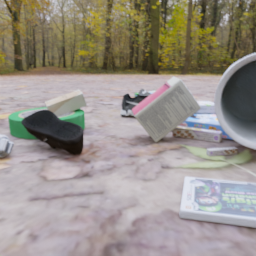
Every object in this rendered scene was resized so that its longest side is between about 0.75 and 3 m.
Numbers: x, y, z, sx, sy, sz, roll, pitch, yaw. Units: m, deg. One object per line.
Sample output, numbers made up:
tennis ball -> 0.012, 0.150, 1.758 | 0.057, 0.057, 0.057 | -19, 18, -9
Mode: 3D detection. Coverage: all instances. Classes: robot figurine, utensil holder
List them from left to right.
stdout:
robot figurine -> -3.307, 0.426, 6.847 | 0.977, 0.552, 0.828 | 4, -25, 19
utensil holder -> 3.330, -0.803, 7.109 | 2.165, 2.165, 2.548 | 4, 14, 17

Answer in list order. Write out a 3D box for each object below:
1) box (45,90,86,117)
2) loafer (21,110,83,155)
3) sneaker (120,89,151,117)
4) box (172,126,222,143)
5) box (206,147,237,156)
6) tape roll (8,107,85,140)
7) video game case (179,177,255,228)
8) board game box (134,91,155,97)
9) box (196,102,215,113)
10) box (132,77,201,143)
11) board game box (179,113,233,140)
box -> -2.128, -0.819, 9.575 | 1.262, 0.491, 0.599 | -23, 28, -16
loafer -> -2.013, 0.183, 7.359 | 2.272, 0.811, 0.829 | 23, 45, 39
sneaker -> 0.840, -1.035, 11.453 | 2.476, 1.120, 0.823 | 0, 13, 15
box -> 2.066, 0.179, 8.470 | 1.463, 0.283, 0.303 | 8, 16, 31
box -> 2.354, 0.594, 7.026 | 0.777, 0.150, 0.161 | -3, 14, -13
tape roll -> -2.698, -0.221, 9.432 | 2.451, 0.589, 2.451 | -1, 15, 0
video game case -> 1.612, 1.170, 4.582 | 1.431, 0.167, 1.301 | 3, 14, 14
board game box -> 1.886, -2.073, 17.641 | 1.733, 0.375, 2.575 | 10, 17, 43
box -> 2.405, -0.770, 10.384 | 1.591, 0.328, 1.241 | 1, 12, -3
box -> 1.069, -0.554, 8.159 | 1.645, 1.051, 0.896 | -38, 15, 6
board game box -> 2.707, -0.163, 9.511 | 2.542, 0.465, 1.923 | 10, 16, 35
